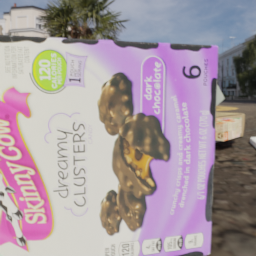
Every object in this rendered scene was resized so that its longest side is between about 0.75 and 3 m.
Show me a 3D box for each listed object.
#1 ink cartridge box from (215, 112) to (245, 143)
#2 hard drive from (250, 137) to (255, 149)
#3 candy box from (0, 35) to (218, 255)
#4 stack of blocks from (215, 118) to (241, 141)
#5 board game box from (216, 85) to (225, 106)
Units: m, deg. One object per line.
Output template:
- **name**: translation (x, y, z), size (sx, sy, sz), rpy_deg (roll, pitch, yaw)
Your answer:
- **ink cartridge box**: translation (3.167, -0.097, 11.864), size (2.828, 1.062, 2.329), rpy_deg (-6, 10, -42)
- **hard drive**: translation (4.989, 0.613, 9.401), size (1.357, 0.274, 2.057), rpy_deg (2, 8, 14)
- **candy box**: translation (-0.536, 0.292, 3.194), size (2.869, 2.407, 1.026), rpy_deg (-2, 7, -14)
- **stack of blocks**: translation (3.156, 0.014, 9.423), size (1.084, 0.551, 1.882), rpy_deg (4, 8, 45)
- **board game box**: translation (1.922, -1.306, 8.700), size (0.585, 1.344, 1.821), rpy_deg (-39, 20, -14)
